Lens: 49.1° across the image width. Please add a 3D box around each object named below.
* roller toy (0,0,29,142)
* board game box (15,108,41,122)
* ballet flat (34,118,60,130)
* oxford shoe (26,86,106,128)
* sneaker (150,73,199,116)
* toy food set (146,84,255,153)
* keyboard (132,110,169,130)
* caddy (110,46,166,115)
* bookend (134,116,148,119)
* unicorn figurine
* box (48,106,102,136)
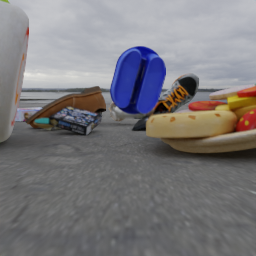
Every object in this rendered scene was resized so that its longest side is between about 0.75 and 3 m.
[{"bbox_3d":[-3.009,-1.078,5.082,1.995,2.605,2.856,9,23,-19],"label":"roller toy"},{"bbox_3d":[-4.088,-0.593,11.799,2.076,0.428,2.081,5,8,40],"label":"board game box"},{"bbox_3d":[-2.060,-0.098,7.729,1.076,0.339,0.369,-11,33,-36],"label":"ballet flat"},{"bbox_3d":[-1.766,-0.485,8.733,2.803,0.999,1.000,-26,-1,-38],"label":"oxford shoe"},{"bbox_3d":[1.654,-1.026,10.191,0.917,2.344,0.905,45,20,2],"label":"sneaker"},{"bbox_3d":[1.825,-0.270,4.930,2.864,0.697,2.834,-12,8,20],"label":"toy food set"},{"bbox_3d":[0.777,-0.137,8.532,1.134,0.432,2.180,-22,5,10],"label":"keyboard"},{"bbox_3d":[0.167,-0.839,5.060,0.891,1.261,0.662,15,12,-6],"label":"caddy"},{"bbox_3d":[0.690,-0.816,12.805,1.447,0.667,1.438,-3,6,-22],"label":"bookend"},{"bbox_3d":[-0.067,-0.622,9.123,1.907,0.704,1.310,13,-31,20],"label":"unicorn figurine"},{"bbox_3d":[-1.315,-0.212,7.097,1.016,0.252,1.008,15,22,10],"label":"box"}]
